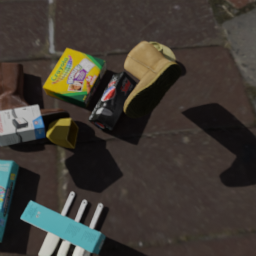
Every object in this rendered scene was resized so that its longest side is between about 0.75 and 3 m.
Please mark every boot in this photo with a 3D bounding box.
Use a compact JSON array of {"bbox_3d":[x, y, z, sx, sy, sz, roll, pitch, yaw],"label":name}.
[{"bbox_3d":[-3.415,-1.190,9.256,2.610,0.899,2.800,-11,61,-9],"label":"boot"},{"bbox_3d":[0.341,-1.363,7.638,1.841,0.695,2.102,-42,36,5],"label":"boot"}]

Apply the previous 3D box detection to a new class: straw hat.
[{"bbox_3d":[0.837,-2.586,9.878,1.792,0.759,1.792,0,66,0],"label":"straw hat"}]

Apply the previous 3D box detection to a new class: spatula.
[{"bbox_3d":[-1.493,2.844,7.798,1.297,0.150,1.865,17,66,14],"label":"spatula"}]

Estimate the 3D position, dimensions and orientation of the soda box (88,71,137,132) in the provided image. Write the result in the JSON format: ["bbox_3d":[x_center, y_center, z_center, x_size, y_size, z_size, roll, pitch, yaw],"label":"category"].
[{"bbox_3d":[-0.486,-0.864,9.032,0.685,0.613,1.936,39,64,-28],"label":"soda box"}]

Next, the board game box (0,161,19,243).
[{"bbox_3d":[-4.228,2.009,7.936,1.661,0.516,2.200,3,66,2],"label":"board game box"}]

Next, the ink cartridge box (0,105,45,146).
[{"bbox_3d":[-2.962,-0.077,7.660,1.183,0.495,0.858,-12,56,-20],"label":"ink cartridge box"}]

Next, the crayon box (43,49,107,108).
[{"bbox_3d":[-1.787,-1.731,9.617,1.522,0.514,1.764,20,67,9],"label":"crayon box"}]

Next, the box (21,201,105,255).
[{"bbox_3d":[-1.680,2.628,7.362,2.096,0.863,0.515,19,66,13],"label":"box"}]

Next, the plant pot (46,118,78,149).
[{"bbox_3d":[-2.069,0.166,8.684,0.757,0.736,0.740,3,66,11],"label":"plant pot"}]
